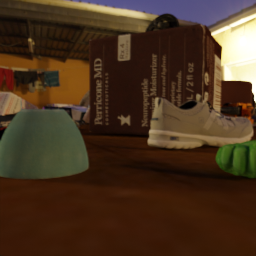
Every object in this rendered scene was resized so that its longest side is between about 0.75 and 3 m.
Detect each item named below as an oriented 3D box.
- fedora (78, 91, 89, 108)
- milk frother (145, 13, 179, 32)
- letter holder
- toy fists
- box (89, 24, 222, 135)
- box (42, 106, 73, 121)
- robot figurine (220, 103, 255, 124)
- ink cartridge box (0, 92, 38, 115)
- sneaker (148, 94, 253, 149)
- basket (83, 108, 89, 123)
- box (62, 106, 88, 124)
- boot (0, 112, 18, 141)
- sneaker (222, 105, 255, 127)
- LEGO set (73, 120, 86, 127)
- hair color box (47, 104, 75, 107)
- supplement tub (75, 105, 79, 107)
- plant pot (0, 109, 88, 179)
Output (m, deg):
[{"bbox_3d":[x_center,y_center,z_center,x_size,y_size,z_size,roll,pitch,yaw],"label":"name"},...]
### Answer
[{"bbox_3d":[-1.722,-1.013,14.078,0.818,1.811,1.601,28,-15,25],"label":"fedora"},{"bbox_3d":[1.489,-2.054,9.104,2.265,2.510,2.361,36,22,17],"label":"milk frother"},{"bbox_3d":[4.104,-1.095,12.158,2.568,1.825,1.292,2,4,32],"label":"letter holder"},{"bbox_3d":[1.226,0.255,2.356,0.937,0.322,0.478,1,4,4],"label":"toy fists"},{"bbox_3d":[0.731,-0.949,6.685,2.626,2.179,2.157,2,4,27],"label":"box"},{"bbox_3d":[-2.226,-0.332,8.631,0.899,0.549,0.477,1,-14,-37],"label":"box"},{"bbox_3d":[2.605,-0.362,8.760,1.959,0.786,2.702,-3,4,-42],"label":"robot figurine"},{"bbox_3d":[-3.015,-0.451,7.272,0.421,0.714,1.241,4,-18,30],"label":"ink cartridge box"},{"bbox_3d":[1.234,-0.120,4.373,1.983,0.813,0.741,-2,4,-31],"label":"sneaker"},{"bbox_3d":[-0.803,-0.449,8.464,0.677,0.834,0.842,30,8,9],"label":"basket"},{"bbox_3d":[-2.110,-0.588,12.613,1.068,0.551,1.832,16,9,21],"label":"box"},{"bbox_3d":[-1.478,0.072,3.885,1.092,0.522,1.446,6,12,43],"label":"boot"},{"bbox_3d":[4.005,-0.445,9.885,1.993,0.807,0.736,-1,4,-22],"label":"sneaker"},{"bbox_3d":[-1.927,-0.198,10.138,0.664,0.290,1.023,-4,5,-43],"label":"LEGO set"},{"bbox_3d":[-3.136,-0.679,13.258,0.509,0.859,1.571,0,3,27],"label":"hair color box"},{"bbox_3d":[-2.555,-0.777,14.943,0.880,0.880,1.646,2,4,31],"label":"supplement tub"},{"bbox_3d":[-0.808,0.109,2.668,0.850,0.572,0.850,0,4,0],"label":"plant pot"}]
